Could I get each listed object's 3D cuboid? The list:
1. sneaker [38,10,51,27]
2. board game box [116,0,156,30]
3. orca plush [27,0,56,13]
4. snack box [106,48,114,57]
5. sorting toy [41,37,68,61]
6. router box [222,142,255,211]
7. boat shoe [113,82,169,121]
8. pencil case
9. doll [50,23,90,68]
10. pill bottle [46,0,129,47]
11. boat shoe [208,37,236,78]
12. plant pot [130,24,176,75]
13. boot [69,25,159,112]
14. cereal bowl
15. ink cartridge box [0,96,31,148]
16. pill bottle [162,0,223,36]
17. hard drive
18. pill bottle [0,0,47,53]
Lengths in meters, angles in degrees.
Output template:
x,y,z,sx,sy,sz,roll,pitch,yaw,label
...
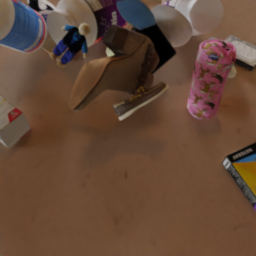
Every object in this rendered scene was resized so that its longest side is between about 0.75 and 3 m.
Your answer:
x,y,z,sx,sy,sz,roll,pitch,yaw,label
-3.038,-3.384,9.697,1.475,0.596,0.852,-19,98,28,sneaker
0.164,-2.672,6.705,0.856,0.211,1.083,52,50,2,board game box
-2.939,-4.059,10.387,2.528,0.899,1.330,35,19,9,orca plush
-0.373,-2.119,8.541,0.201,0.629,1.083,-14,71,-22,snack box
-2.286,-2.759,9.625,1.050,0.368,1.057,40,66,21,sorting toy
3.697,1.027,7.213,1.973,0.504,1.472,-22,61,-13,router box
0.283,-0.732,6.883,1.487,0.534,0.443,-32,93,22,boat shoe
2.182,-1.228,7.546,0.906,2.189,0.947,2,48,1,pencil case
-1.277,-1.933,6.504,0.875,1.282,0.311,48,37,-8,doll
-1.196,-3.597,9.076,1.593,1.593,2.832,33,50,18,pill bottle
3.063,-2.298,9.237,0.624,0.633,1.786,18,40,-30,boat shoe
0.363,-2.310,8.035,1.297,1.294,1.150,-40,29,8,plant pot
-0.177,-1.222,6.937,0.865,1.800,2.461,34,95,43,boot
1.151,-2.915,8.372,1.453,1.453,0.605,31,80,17,cereal bowl
-3.512,-0.223,7.777,1.184,0.856,0.860,35,64,19,ink cartridge box
2.037,-3.784,9.049,1.401,1.401,2.514,-9,29,-5,pill bottle
3.850,-2.589,9.587,1.371,0.259,0.958,35,64,21,hard drive
-3.630,-3.113,8.117,1.441,2.567,1.441,1,94,15,pill bottle
